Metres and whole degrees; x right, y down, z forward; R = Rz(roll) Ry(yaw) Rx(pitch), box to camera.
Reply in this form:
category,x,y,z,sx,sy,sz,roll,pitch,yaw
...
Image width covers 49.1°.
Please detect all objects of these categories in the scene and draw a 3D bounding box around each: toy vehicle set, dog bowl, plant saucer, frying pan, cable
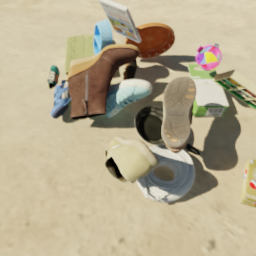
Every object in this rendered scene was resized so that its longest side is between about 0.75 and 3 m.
category,x,y,z,sx,sy,sz,roll,pitch,yaw
toy vehicle set,4.137,-1.282,9.885,2.086,1.296,0.276,32,88,-8
dog bowl,-0.948,-3.125,10.189,0.418,1.685,0.939,-15,66,-18
plant saucer,0.869,-3.560,11.404,2.056,2.056,0.332,-6,69,-5
frying pan,1.238,0.055,8.988,2.253,0.367,1.363,15,63,-13
cable,1.142,1.405,8.726,1.839,0.637,1.838,-11,54,-10

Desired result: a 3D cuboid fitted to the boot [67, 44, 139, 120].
category,x,y,z,sx,sy,sz,roll,pitch,yaw
boot,-0.808,-1.518,9.618,2.734,0.989,2.275,-12,71,16

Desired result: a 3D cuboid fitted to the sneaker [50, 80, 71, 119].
category,x,y,z,sx,sy,sz,roll,pitch,yaw
sneaker,-2.495,-1.092,10.417,0.756,0.680,1.839,28,49,-7

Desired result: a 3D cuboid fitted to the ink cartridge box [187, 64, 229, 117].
category,x,y,z,sx,sy,sz,roll,pitch,yaw
ink cartridge box,2.939,-1.472,10.809,1.161,0.663,2.237,0,53,-5

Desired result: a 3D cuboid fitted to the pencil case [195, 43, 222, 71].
category,x,y,z,sx,sy,sz,roll,pitch,yaw
pencil case,2.683,-2.334,9.360,0.860,0.860,1.945,17,13,12

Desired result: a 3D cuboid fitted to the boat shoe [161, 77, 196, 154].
category,x,y,z,sx,sy,sz,roll,pitch,yaw
boat shoe,1.434,-0.406,8.109,0.955,0.906,2.523,9,58,15

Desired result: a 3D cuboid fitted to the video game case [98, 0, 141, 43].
category,x,y,z,sx,sy,sz,roll,pitch,yaw
video game case,-0.259,-3.790,9.948,1.248,1.742,0.157,32,83,25

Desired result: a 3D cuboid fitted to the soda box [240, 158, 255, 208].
category,x,y,z,sx,sy,sz,roll,pitch,yaw
soda box,3.810,1.680,8.616,0.454,0.481,1.419,17,55,12

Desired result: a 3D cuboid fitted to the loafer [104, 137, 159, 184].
category,x,y,z,sx,sy,sz,roll,pitch,yaw
loafer,-0.196,0.914,7.826,1.006,2.947,1.115,-40,96,-17

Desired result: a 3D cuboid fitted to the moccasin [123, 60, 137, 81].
category,x,y,z,sx,sy,sz,roll,pitch,yaw
moccasin,0.039,-2.148,11.009,0.484,1.322,0.510,-11,33,-27

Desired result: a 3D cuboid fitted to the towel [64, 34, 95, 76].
category,x,y,z,sx,sy,sz,roll,pitch,yaw
towel,-1.753,-3.128,12.189,2.033,0.500,2.741,-7,55,-4

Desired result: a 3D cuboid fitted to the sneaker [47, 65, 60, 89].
category,x,y,z,sx,sy,sz,roll,pitch,yaw
sneaker,-2.779,-1.853,10.368,0.360,1.010,0.404,19,48,1

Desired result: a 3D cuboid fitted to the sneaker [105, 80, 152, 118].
category,x,y,z,sx,sy,sz,roll,pitch,yaw
sneaker,-0.419,-0.890,10.064,2.729,1.009,1.118,-12,65,21
